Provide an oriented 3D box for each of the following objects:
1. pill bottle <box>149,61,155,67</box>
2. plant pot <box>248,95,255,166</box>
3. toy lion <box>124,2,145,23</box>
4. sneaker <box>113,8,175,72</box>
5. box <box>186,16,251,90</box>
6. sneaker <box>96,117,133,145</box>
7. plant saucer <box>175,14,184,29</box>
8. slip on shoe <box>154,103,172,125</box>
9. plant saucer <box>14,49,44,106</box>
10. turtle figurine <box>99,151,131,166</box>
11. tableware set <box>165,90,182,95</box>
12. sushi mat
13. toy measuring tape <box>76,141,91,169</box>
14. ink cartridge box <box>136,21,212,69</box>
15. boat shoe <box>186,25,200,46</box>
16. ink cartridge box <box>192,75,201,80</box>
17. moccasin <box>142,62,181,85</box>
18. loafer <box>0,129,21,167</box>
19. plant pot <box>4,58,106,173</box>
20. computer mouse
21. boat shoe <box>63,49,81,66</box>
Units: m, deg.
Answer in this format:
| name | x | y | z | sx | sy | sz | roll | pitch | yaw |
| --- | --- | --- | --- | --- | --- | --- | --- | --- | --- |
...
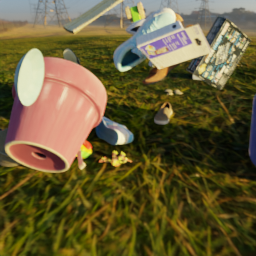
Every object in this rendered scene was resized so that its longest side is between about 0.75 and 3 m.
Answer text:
| name | x | y | z | sx | sy | sz | roll | pitch | yaw |
| --- | --- | --- | --- | --- | --- | --- | --- | --- | --- |
| pill bottle | 1.382 | -3.419 | 12.953 | 0.680 | 1.200 | 0.680 | 13 | 23 | -6 |
| plant pot | 5.167 | -0.086 | 8.175 | 2.501 | 2.781 | 2.781 | 15 | 28 | 42 |
| toy lion | 0.529 | -4.366 | 12.624 | 0.770 | 2.150 | 2.243 | -14 | 14 | 9 |
| sneaker | 0.515 | -2.467 | 8.320 | 0.856 | 2.317 | 0.949 | 33 | 32 | -31 |
| box | 3.435 | -2.739 | 10.557 | 1.752 | 2.204 | 0.507 | 19 | 17 | -36 |
| sneaker | -0.578 | 0.120 | 10.267 | 0.776 | 0.735 | 1.921 | 1 | 22 | -35 |
| plant saucer | 1.684 | -3.904 | 10.956 | 1.069 | 1.069 | 0.200 | 20 | 33 | 39 |
| slip on shoe | 1.548 | -0.626 | 12.083 | 0.636 | 0.507 | 1.673 | 10 | 25 | 21 |
| plant saucer | -2.374 | -1.200 | 6.599 | 0.260 | 1.348 | 1.348 | 13 | 24 | 2 |
| turtle figurine | -0.331 | 0.987 | 8.607 | 1.004 | 0.323 | 0.810 | -4 | 14 | 13 |
| tableware set | 2.556 | -2.000 | 15.761 | 0.977 | 0.113 | 0.816 | 1 | 24 | 3 |
| sushi mat | -1.077 | -3.669 | 8.901 | 2.139 | 0.129 | 1.023 | -39 | 42 | -11 |
| toy measuring tape | -1.375 | 0.841 | 8.712 | 0.603 | 0.603 | 1.640 | -7 | 29 | -15 |
| ink cartridge box | 1.252 | -2.191 | 7.445 | 1.612 | 0.350 | 1.597 | -12 | -16 | 25 |
| boat shoe | 2.594 | -3.281 | 11.137 | 0.599 | 0.599 | 1.702 | -9 | 66 | 9 |
| ink cartridge box | 5.540 | -3.622 | 19.108 | 1.972 | 0.432 | 1.991 | 8 | 23 | 19 |
| moccasin | 1.253 | -2.316 | 10.775 | 1.871 | 0.722 | 0.684 | -39 | 23 | -8 |
| loafer | -4.038 | 0.528 | 9.005 | 2.483 | 0.837 | 0.944 | 15 | 28 | 31 |
| plant pot | -2.242 | -0.196 | 8.179 | 2.782 | 2.782 | 2.490 | 5 | 57 | 12 |
| computer mouse | 1.120 | -3.151 | 9.088 | 2.430 | 0.533 | 1.333 | 12 | 25 | 4 |
| boat shoe | -2.756 | -3.360 | 13.842 | 0.588 | 1.637 | 0.553 | -16 | 61 | 7 |
